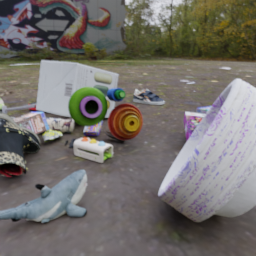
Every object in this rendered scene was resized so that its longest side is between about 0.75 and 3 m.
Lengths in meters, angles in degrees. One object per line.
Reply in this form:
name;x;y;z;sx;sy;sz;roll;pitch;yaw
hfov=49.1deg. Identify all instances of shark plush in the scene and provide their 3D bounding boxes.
shark plush;-1.702;1.405;5.617;1.870;0.779;0.850;-8;19;-23

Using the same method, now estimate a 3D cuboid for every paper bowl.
paper bowl;1.866;0.559;5.390;1.420;2.731;2.731;32;24;7

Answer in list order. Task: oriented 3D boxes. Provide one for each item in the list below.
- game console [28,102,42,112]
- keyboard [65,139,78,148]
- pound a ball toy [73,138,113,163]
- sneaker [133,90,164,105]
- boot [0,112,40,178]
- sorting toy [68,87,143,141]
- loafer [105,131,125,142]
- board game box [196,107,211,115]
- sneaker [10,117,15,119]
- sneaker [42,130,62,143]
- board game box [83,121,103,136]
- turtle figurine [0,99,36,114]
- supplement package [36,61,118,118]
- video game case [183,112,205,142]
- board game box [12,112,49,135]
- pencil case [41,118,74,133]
game console;-3.814;-1.112;14.318;2.063;0.320;1.825;8;14;17
keyboard;-1.928;0.524;9.547;0.491;0.080;0.773;-1;17;-3
pound a ball toy;-1.049;0.553;8.586;1.298;0.551;0.846;13;21;30
sneaker;1.117;-1.711;15.494;1.853;0.736;0.727;10;19;25
boot;-3.036;0.680;7.679;0.767;2.126;1.606;-26;59;3
sorting toy;-0.529;-0.522;8.611;2.489;1.496;1.022;21;-1;-19
loafer;-0.436;0.248;9.824;0.811;0.288;0.296;21;-13;18
board game box;4.043;-0.783;13.374;1.105;0.227;1.102;-8;19;-24
sneaker;-4.688;-0.265;11.086;0.978;0.395;0.565;3;6;13
sneaker;-2.620;0.224;9.732;0.372;0.376;0.985;-24;0;14
board game box;-1.303;-0.046;10.467;0.540;0.180;0.804;1;42;10
turtle figurine;-5.380;-0.828;9.408;2.995;2.904;2.155;47;19;12
supplement package;-2.094;-1.569;11.928;2.035;2.050;2.702;12;7;32
video game case;2.929;0.190;9.061;2.129;0.421;2.349;8;25;5
board game box;-3.454;-0.032;9.288;1.265;0.613;1.009;-27;19;-35
pencil case;-2.715;-0.120;10.557;1.428;0.639;0.555;1;0;-7
